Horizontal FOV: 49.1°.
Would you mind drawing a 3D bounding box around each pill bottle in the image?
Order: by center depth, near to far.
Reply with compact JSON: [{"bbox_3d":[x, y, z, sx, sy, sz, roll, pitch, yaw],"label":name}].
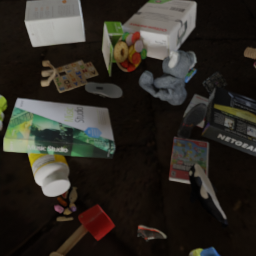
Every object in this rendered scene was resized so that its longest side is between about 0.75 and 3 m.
[{"bbox_3d":[-2.241,1.044,7.955,0.946,0.946,1.683,-19,52,-15],"label":"pill bottle"}]

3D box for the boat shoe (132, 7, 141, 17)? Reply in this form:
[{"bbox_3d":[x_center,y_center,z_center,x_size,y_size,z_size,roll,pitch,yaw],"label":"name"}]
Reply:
[{"bbox_3d":[0.751,-5.422,13.461,0.624,0.748,2.004,28,51,28],"label":"boat shoe"}]

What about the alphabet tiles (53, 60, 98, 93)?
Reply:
[{"bbox_3d":[-2.119,-2.112,11.118,1.696,0.064,1.418,-22,54,-14],"label":"alphabet tiles"}]

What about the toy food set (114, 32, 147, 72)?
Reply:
[{"bbox_3d":[0.083,-2.957,10.894,0.376,1.544,1.529,22,71,41],"label":"toy food set"}]

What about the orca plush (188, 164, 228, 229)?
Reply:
[{"bbox_3d":[2.035,1.902,7.614,0.954,0.644,1.813,5,50,-56],"label":"orca plush"}]

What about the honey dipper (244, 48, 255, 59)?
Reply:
[{"bbox_3d":[5.665,-2.765,11.138,0.398,0.398,2.098,-34,45,-25],"label":"honey dipper"}]

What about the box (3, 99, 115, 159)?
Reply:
[{"bbox_3d":[-1.910,-0.019,8.149,2.854,0.519,2.060,4,33,-15],"label":"box"}]

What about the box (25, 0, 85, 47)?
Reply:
[{"bbox_3d":[-3.232,-4.769,12.550,2.347,1.248,1.787,-7,51,-6],"label":"box"}]

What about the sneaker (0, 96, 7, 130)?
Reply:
[{"bbox_3d":[-4.742,-0.306,9.358,0.975,0.703,1.857,-9,43,8],"label":"sneaker"}]

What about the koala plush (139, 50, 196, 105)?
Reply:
[{"bbox_3d":[1.562,-1.838,9.549,1.540,1.737,1.596,-6,41,-47],"label":"koala plush"}]

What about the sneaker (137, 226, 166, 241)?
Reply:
[{"bbox_3d":[0.575,2.699,6.997,0.788,0.304,0.323,2,55,35],"label":"sneaker"}]

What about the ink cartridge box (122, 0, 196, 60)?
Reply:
[{"bbox_3d":[1.385,-4.353,12.093,2.136,1.233,2.936,20,54,24],"label":"ink cartridge box"}]

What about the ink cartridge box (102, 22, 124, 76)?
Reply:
[{"bbox_3d":[-0.534,-3.117,11.119,0.692,1.350,1.827,-5,51,-14],"label":"ink cartridge box"}]

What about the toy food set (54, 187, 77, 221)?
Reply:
[{"bbox_3d":[-1.718,2.048,7.673,0.595,0.147,0.936,-4,51,-3],"label":"toy food set"}]

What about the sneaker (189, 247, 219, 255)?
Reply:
[{"bbox_3d":[2.002,3.366,6.181,0.794,0.573,1.512,-22,60,-6],"label":"sneaker"}]

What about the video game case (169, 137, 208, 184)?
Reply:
[{"bbox_3d":[1.875,0.995,8.548,1.098,0.134,1.536,9,51,7],"label":"video game case"}]

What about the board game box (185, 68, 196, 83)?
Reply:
[{"bbox_3d":[2.069,-2.269,11.187,1.031,0.189,0.780,28,55,22],"label":"board game box"}]

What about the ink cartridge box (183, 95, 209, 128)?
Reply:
[{"bbox_3d":[2.431,-0.585,9.644,0.737,0.419,1.012,24,53,16],"label":"ink cartridge box"}]

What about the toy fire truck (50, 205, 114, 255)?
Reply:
[{"bbox_3d":[-1.340,3.167,6.186,2.701,0.658,1.904,-36,29,-9],"label":"toy fire truck"}]

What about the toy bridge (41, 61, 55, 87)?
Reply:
[{"bbox_3d":[-3.133,-2.152,11.012,0.507,0.205,1.509,-8,47,-6],"label":"toy bridge"}]

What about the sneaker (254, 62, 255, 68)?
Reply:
[{"bbox_3d":[5.610,-2.465,11.129,1.111,0.486,0.410,27,64,19],"label":"sneaker"}]

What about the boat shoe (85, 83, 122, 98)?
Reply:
[{"bbox_3d":[-0.865,-1.336,10.114,1.342,0.458,0.496,5,89,4],"label":"boat shoe"}]

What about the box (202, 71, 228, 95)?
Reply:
[{"bbox_3d":[3.203,-1.621,10.335,0.757,0.165,0.606,-39,99,-8],"label":"box"}]

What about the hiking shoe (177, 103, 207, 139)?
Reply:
[{"bbox_3d":[1.925,-0.320,8.592,0.524,1.385,0.697,25,39,-8],"label":"hiking shoe"}]

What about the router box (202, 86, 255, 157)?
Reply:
[{"bbox_3d":[3.647,-0.164,8.928,2.304,0.602,1.812,21,53,2],"label":"router box"}]
